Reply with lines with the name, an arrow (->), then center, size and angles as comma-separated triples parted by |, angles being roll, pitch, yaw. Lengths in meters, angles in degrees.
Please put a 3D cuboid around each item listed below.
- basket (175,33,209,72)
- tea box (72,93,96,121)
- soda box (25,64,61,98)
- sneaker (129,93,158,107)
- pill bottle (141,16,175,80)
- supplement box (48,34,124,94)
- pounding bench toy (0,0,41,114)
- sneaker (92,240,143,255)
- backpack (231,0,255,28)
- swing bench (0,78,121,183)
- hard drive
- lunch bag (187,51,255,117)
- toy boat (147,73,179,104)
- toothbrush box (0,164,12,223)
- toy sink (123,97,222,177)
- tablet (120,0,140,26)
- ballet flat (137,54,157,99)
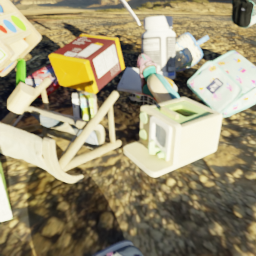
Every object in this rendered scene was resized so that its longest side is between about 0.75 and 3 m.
basket -> 3.003, -4.130, 15.401 | 2.545, 1.770, 2.244 | -42, 10, -35
tea box -> -1.624, -0.787, 10.450 | 0.872, 0.886, 0.592 | -5, 28, -9
soda box -> -3.744, -2.307, 13.264 | 0.837, 0.924, 2.639 | 7, 29, 13
sneaker -> 0.756, -1.140, 11.447 | 0.694, 0.629, 1.633 | -16, 32, -37
pill bottle -> 1.499, -3.883, 13.844 | 1.669, 2.933, 1.669 | -2, 15, 1
supplement box -> -1.526, -2.496, 10.646 | 1.897, 1.277, 1.923 | 18, 49, 32
pounding bench toy -> -3.447, -1.951, 7.485 | 1.840, 2.962, 2.310 | -35, 19, 21
sneaker -> -0.452, 2.506, 4.537 | 1.794, 0.629, 0.736 | -20, 31, -31
backpack -> 3.828, -3.795, 9.072 | 0.758, 0.988, 0.869 | -32, 48, -25
swing bench -> -2.154, 0.092, 7.898 | 2.863, 1.867, 2.878 | 17, 38, 28
hard drive -> 0.681, -2.174, 13.104 | 2.067, 0.276, 1.364 | 11, 59, 20
lunch bag -> 3.856, -1.643, 11.019 | 2.481, 1.513, 2.113 | -26, 58, -17
toy boat -> 1.518, -1.362, 10.891 | 1.037, 1.875, 2.231 | -35, 4, 6
toothbrush box -> -3.217, 1.190, 6.364 | 0.731, 1.237, 1.698 | -13, 31, -23
toy sink -> 1.244, 0.115, 8.217 | 2.473, 1.385, 1.612 | -17, 32, -28
tablet -> -0.071, -4.535, 10.437 | 0.106, 1.559, 1.014 | -36, 2, 12
ballet flat -> 0.808, -2.091, 11.288 | 0.872, 2.522, 0.898 | -20, 65, 2
